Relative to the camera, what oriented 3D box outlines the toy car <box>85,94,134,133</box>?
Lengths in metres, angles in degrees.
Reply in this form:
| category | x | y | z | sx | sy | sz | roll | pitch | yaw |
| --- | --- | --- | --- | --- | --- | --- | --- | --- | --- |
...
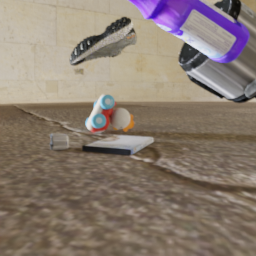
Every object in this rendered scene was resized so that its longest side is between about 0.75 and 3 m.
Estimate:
| category | x | y | z | sx | sy | sz | roll | pitch | yaw |
| --- | --- | --- | --- | --- | --- | --- | --- | --- | --- |
| toy car | -0.684 | -0.365 | 12.881 | 2.042 | 1.806 | 1.882 | 27 | -10 | -14 |

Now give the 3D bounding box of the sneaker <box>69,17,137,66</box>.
| category | x | y | z | sx | sy | sz | roll | pitch | yaw |
| --- | --- | --- | --- | --- | --- | --- | --- | --- | --- |
| sneaker | -0.943 | -2.954 | 10.440 | 2.785 | 1.104 | 1.029 | -24 | 44 | 12 |

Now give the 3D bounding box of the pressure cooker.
| category | x | y | z | sx | sy | sz | roll | pitch | yaw |
| --- | --- | --- | --- | --- | --- | --- | --- | --- | --- |
| pressure cooker | 3.078 | -1.992 | 7.939 | 2.655 | 2.335 | 2.371 | 29 | -6 | -15 |

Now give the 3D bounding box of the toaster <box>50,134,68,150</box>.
| category | x | y | z | sx | sy | sz | roll | pitch | yaw |
| --- | --- | --- | --- | --- | --- | --- | --- | --- | --- |
| toaster | -2.284 | 0.457 | 9.252 | 0.571 | 0.502 | 0.884 | 0 | 6 | -18 |

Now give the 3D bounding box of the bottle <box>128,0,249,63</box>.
| category | x | y | z | sx | sy | sz | roll | pitch | yaw |
| --- | --- | --- | --- | --- | --- | --- | --- | --- | --- |
| bottle | 0.977 | -1.971 | 4.904 | 2.316 | 0.756 | 0.967 | 24 | 16 | -18 |

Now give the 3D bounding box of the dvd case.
| category | x | y | z | sx | sy | sz | roll | pitch | yaw |
| --- | --- | --- | --- | --- | --- | --- | --- | --- | --- |
| dvd case | -0.272 | 0.548 | 9.648 | 1.681 | 0.207 | 2.356 | 3 | 9 | 22 |
